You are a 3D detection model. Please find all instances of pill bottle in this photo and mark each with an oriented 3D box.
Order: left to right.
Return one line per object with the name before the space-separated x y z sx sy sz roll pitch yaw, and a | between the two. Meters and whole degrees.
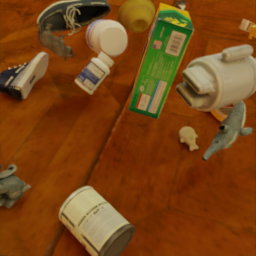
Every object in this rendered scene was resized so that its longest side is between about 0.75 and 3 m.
pill bottle | -0.816 -1.363 6.935 0.988 0.548 0.548 -50 56 5
pill bottle | -0.670 -2.828 8.886 1.123 1.123 2.004 -13 24 -12

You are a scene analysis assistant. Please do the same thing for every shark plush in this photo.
shark plush | 2.439 0.100 7.330 1.814 0.755 0.824 -37 50 -9

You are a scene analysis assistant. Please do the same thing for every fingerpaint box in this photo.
fingerpaint box | 0.771 -1.747 7.186 0.856 2.334 1.947 17 34 -3

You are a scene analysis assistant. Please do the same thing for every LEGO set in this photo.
LEGO set | 4.243 -2.844 7.800 0.866 1.071 2.327 -18 8 -16

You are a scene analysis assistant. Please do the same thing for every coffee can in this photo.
coffee can | -0.790 2.407 7.004 1.170 1.170 1.598 -36 56 -29

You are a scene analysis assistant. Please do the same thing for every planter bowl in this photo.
planter bowl | 0.367 -4.107 10.684 1.515 1.515 0.631 -8 64 -8

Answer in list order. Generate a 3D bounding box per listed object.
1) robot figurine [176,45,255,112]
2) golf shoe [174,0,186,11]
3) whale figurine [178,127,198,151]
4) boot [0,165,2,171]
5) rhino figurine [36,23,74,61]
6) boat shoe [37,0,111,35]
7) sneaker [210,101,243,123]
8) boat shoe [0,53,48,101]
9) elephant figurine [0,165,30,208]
robot figurine | 2.613 -1.334 7.885 2.600 2.205 1.468 -18 61 -27
golf shoe | 1.953 -4.567 11.198 0.490 1.261 0.596 -1 88 -3
whale figurine | 2.050 0.397 9.560 0.680 0.443 0.854 -18 73 -19
boot | -4.431 1.969 7.773 1.669 0.665 2.025 -14 56 41
rhino figurine | -2.226 -2.610 8.838 0.474 1.585 0.693 -14 68 26
boat shoe | -1.946 -4.053 10.235 2.718 1.018 0.840 -21 48 -14
sneaker | 3.288 -1.458 10.732 1.138 1.201 2.923 -24 50 -22
boat shoe | -4.421 -2.361 11.703 1.257 1.012 2.710 15 48 4
elephant figurine | -3.488 1.542 8.124 1.059 0.965 1.364 17 24 -25
